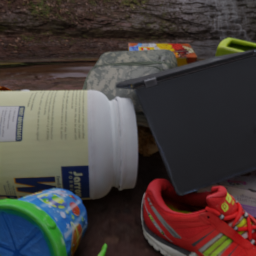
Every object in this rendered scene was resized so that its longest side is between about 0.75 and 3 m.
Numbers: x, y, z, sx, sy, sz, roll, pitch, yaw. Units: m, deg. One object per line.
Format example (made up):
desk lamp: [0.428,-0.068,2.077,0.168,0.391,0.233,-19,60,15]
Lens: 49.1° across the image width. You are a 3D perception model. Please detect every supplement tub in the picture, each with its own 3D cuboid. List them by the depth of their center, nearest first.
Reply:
supplement tub: [-1.373,0.335,5.337,2.893,2.097,2.097,-2,18,-7]

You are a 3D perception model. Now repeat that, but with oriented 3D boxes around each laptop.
laptop: [1.435,-0.388,5.271,2.654,1.642,2.834,-16,12,-10]

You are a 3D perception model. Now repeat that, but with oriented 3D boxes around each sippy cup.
sippy cup: [-1.163,1.396,3.724,1.290,1.642,1.203,-38,-4,16]

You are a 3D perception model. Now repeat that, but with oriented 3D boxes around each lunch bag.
lunch bag: [0.104,-0.889,7.400,2.462,1.715,2.065,4,44,19]

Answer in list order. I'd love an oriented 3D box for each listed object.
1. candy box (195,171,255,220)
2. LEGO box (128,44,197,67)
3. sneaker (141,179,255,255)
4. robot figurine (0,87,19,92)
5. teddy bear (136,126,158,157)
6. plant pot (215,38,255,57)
candy box: [2.166,1.065,5.609,1.353,0.577,1.613,9,20,24]
LEGO box: [0.989,-1.314,9.380,2.032,2.728,1.053,0,37,-3]
sneaker: [1.310,1.377,3.634,2.747,1.167,1.058,11,22,33]
robot figurine: [-3.401,-0.427,8.463,2.430,1.762,0.707,26,54,15]
teddy bear: [-0.133,0.060,8.136,2.883,0.962,2.090,17,25,39]
plant pot: [3.881,-1.154,8.702,2.735,2.481,2.721,20,28,17]
